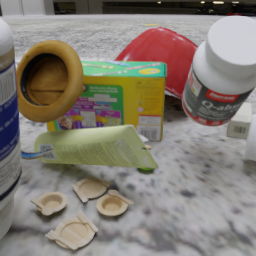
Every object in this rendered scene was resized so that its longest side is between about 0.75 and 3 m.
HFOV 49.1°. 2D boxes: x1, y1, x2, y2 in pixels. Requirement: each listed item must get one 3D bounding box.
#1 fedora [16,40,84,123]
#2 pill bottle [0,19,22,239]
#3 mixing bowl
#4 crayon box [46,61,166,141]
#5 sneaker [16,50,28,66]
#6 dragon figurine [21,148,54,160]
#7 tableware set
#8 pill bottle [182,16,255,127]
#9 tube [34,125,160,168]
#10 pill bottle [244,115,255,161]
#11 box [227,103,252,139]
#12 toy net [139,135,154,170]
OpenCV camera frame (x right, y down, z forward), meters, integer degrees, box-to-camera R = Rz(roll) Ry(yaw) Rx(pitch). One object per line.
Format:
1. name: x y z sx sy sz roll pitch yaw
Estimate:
1. fedora: -1.365 -0.803 5.124 1.612 1.612 0.657 15 0 27
2. pill bottle: -2.197 0.167 3.387 1.678 2.900 1.678 8 31 -5
3. mixing bowl: 1.076 -1.940 8.158 2.755 1.492 2.755 26 9 -5
4. crayon box: -0.558 -0.638 6.537 2.801 1.664 0.816 3 35 5
5. sneaker: -3.986 -2.550 11.256 1.005 1.037 2.839 -10 28 -26
6. dragon figurine: -2.536 0.100 5.242 2.359 1.173 0.694 -3 8 32
7. tableware set: -0.725 1.238 4.471 1.488 0.173 1.243 -22 34 -39
8. pill bottle: 1.621 -0.879 4.872 1.123 1.939 1.123 -1 66 2
9. tube: -0.681 0.348 4.990 2.515 0.653 0.730 -3 -4 39
10. pill bottle: 3.348 0.381 5.044 2.237 1.222 1.222 12 29 23
11. box: 2.853 -0.237 7.190 0.550 0.457 1.338 10 27 19
12. toy net: 0.161 0.466 5.871 0.664 0.244 1.266 2 21 -7
